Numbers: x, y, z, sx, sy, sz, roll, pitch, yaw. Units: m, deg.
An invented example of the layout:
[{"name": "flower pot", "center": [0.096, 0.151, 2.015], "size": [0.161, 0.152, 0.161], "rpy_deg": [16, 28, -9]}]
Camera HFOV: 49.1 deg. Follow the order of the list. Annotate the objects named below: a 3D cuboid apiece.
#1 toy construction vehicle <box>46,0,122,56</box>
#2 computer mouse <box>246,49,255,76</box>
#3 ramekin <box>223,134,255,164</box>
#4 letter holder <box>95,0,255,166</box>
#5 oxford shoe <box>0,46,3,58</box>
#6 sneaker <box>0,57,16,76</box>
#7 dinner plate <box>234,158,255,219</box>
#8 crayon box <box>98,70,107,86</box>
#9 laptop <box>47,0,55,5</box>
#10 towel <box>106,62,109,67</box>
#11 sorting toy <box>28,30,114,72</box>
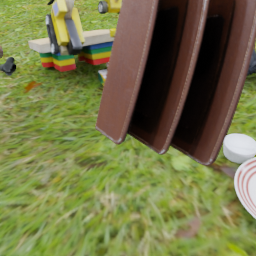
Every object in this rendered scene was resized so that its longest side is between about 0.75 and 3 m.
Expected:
[{"name": "toy construction vehicle", "center": [-0.623, -2.512, 6.346], "size": [2.281, 2.620, 0.923], "rpy_deg": [-7, -5, -28]}, {"name": "computer mouse", "center": [4.073, -2.458, 9.867], "size": [1.589, 0.605, 2.295], "rpy_deg": [-28, 23, 23]}, {"name": "ramekin", "center": [2.586, 0.500, 6.527], "size": [0.770, 0.359, 0.770], "rpy_deg": [0, 36, 0]}, {"name": "letter holder", "center": [0.454, -0.644, 2.962], "size": [0.919, 1.827, 1.299], "rpy_deg": [8, 12, -28]}, {"name": "oxford shoe", "center": [-3.580, -1.411, 6.482], "size": [0.834, 0.816, 2.288], "rpy_deg": [48, 29, -10]}, {"name": "sneaker", "center": [-4.327, -2.290, 10.350], "size": [0.534, 0.307, 1.024], "rpy_deg": [8, 42, 11]}, {"name": "dinner plate", "center": [3.169, 1.345, 5.484], "size": [2.120, 0.257, 2.120], "rpy_deg": [-1, 36, 0]}, {"name": "crayon box", "center": [-0.443, -1.579, 9.314], "size": [0.801, 0.329, 1.274], "rpy_deg": [-12, 35, -16]}, {"name": "laptop", "center": [-1.558, -4.211, 7.016], "size": [1.632, 0.951, 1.841], "rpy_deg": [-32, 29, 28]}, {"name": "towel", "center": [-0.174, -2.263, 10.043], "size": [1.197, 0.202, 1.254], "rpy_deg": [-4, 14, -7]}, {"name": "sorting toy", "center": [-1.825, -2.787, 10.009], "size": [2.856, 0.994, 2.838], "rpy_deg": [-17, 24, -21]}]
